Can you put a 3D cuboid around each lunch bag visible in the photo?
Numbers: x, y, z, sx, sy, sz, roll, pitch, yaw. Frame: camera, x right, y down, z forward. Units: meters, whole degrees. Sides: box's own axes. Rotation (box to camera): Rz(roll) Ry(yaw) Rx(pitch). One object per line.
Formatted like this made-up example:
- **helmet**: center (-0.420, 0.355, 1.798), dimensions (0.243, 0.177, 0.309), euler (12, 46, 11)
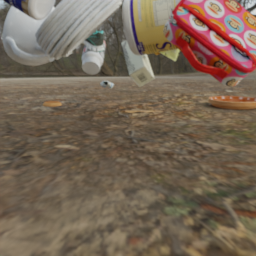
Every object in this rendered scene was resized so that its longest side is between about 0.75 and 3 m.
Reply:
- **lunch bag**: center (1.760, -1.851, 5.754), dimensions (1.785, 2.027, 0.830), euler (-52, -2, -28)

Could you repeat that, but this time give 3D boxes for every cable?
- **cable**: center (-1.200, -2.907, 7.315), dimensions (2.716, 0.940, 2.716), euler (-36, 17, 19)

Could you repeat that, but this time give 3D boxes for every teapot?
- **teapot**: center (-2.777, -2.953, 9.068), dimensions (1.715, 2.348, 2.317), euler (21, -8, -1)

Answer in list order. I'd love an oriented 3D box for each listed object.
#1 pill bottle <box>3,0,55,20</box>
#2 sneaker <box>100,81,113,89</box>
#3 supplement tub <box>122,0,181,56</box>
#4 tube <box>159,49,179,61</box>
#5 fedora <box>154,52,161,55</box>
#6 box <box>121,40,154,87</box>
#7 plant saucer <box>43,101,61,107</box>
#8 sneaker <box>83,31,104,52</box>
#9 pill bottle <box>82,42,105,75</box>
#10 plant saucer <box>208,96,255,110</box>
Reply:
- **pill bottle**: center (-2.391, -3.056, 6.082), dimensions (1.454, 0.841, 0.841), euler (32, 18, 6)
- **sneaker**: center (-0.955, -1.855, 11.660), dimensions (0.346, 0.299, 0.798), euler (25, -6, -42)
- **supplement tub**: center (1.165, -3.123, 8.115), dimensions (2.368, 1.721, 1.721), euler (-5, 11, 16)
- **tube**: center (1.656, -3.284, 9.141), dimensions (0.599, 2.063, 0.536), euler (27, 3, 31)
- **fedora**: center (1.261, -3.325, 11.504), dimensions (1.216, 0.496, 1.216), euler (-21, 1, 0)
- **box**: center (0.397, -2.980, 12.322), dimensions (0.796, 0.956, 2.327), euler (-28, 47, 18)
- **plant saucer**: center (-3.936, -1.256, 14.523), dimensions (0.947, 0.177, 0.947), euler (0, 12, 0)
- **sneaker**: center (-1.670, -3.761, 11.015), dimensions (1.932, 0.881, 0.750), euler (30, 38, 14)
- **pill bottle**: center (-1.527, -3.181, 12.243), dimensions (0.935, 0.935, 1.614), euler (1, 56, 5)
- **plant saucer**: center (5.347, -1.270, 14.080), dimensions (2.543, 0.411, 2.543), euler (0, 14, 0)
